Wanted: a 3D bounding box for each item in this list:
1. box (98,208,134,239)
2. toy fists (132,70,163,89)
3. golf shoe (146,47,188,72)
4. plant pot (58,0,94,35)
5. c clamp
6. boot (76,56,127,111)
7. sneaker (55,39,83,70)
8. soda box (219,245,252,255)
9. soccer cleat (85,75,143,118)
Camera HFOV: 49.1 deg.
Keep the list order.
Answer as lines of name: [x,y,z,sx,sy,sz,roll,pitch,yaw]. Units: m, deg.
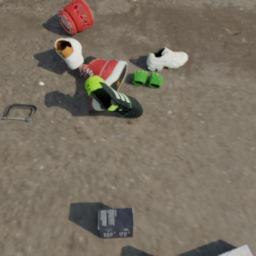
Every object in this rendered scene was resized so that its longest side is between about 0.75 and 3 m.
box: [-0.340,2.816,8.232,1.007,0.990,0.591,-1,53,-1]
toy fists: [0.849,-2.105,12.139,1.322,0.455,0.674,11,62,6]
golf shoe: [1.812,-3.185,12.589,2.018,0.981,0.790,-17,54,-14]
plant pot: [-2.645,-5.486,14.001,1.333,1.464,1.464,-39,63,-15]
c clamp: [-4.388,-0.492,11.147,1.477,0.200,1.262,-1,49,1]
boot: [-1.472,-1.944,11.687,2.115,1.061,2.931,14,47,11]
sneaker: [-2.713,-3.650,12.437,0.983,1.143,2.700,-37,39,3]
soda box: [2.657,3.842,7.779,1.656,0.526,0.566,-15,56,-11]
soccer cleat: [-0.464,-0.895,10.236,2.674,0.903,1.084,30,31,-33]
